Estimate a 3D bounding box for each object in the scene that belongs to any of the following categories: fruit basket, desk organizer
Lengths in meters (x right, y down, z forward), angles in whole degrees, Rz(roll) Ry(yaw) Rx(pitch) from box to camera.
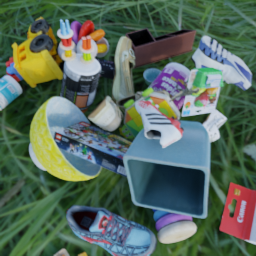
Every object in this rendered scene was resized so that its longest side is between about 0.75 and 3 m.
[{"bbox_3d":[2.398,-1.099,8.805,1.406,1.518,0.712,-8,24,-27],"label":"fruit basket"},{"bbox_3d":[1.410,-3.791,12.447,2.990,1.151,1.072,-19,60,-12],"label":"desk organizer"}]

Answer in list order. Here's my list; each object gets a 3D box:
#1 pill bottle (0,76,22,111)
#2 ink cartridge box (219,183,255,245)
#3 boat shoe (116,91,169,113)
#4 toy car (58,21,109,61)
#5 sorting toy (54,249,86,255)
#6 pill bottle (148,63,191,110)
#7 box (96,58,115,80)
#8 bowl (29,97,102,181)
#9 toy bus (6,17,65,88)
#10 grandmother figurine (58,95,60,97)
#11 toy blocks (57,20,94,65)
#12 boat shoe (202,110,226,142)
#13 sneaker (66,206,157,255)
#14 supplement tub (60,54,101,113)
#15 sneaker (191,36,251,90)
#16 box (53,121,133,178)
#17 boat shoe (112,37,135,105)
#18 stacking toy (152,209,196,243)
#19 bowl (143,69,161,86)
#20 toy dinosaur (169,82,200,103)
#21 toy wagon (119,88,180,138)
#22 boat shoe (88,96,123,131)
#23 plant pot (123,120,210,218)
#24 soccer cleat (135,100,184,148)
[{"bbox_3d":[-5.082,-1.241,10.996,0.910,0.910,1.643,33,63,19],"label":"pill bottle"},{"bbox_3d":[4.180,2.764,8.742,2.181,0.546,1.755,20,60,10],"label":"ink cartridge box"},{"bbox_3d":[0.471,-0.916,9.598,1.883,0.612,0.679,-9,69,30],"label":"boat shoe"},{"bbox_3d":[-1.866,-3.560,11.432,2.041,1.530,1.786,0,20,20],"label":"toy car"},{"bbox_3d":[-1.972,4.137,8.030,1.745,0.238,0.982,-33,64,-19],"label":"sorting toy"},{"bbox_3d":[1.317,-1.078,10.486,1.417,1.417,2.523,34,77,19],"label":"pill bottle"},{"bbox_3d":[-0.979,-2.521,11.986,0.965,0.590,0.512,14,60,10],"label":"box"},{"bbox_3d":[-2.255,0.588,9.135,1.530,2.844,2.844,-28,58,16],"label":"bowl"},{"bbox_3d":[-4.058,-3.014,11.820,2.505,1.770,2.609,-22,57,5],"label":"toy bus"},{"bbox_3d":[-2.287,-1.054,11.074,1.311,0.655,2.162,0,60,-15],"label":"grandmother figurine"},{"bbox_3d":[-1.599,-2.660,8.650,1.111,1.333,0.484,10,56,2],"label":"toy blocks"},{"bbox_3d":[2.987,0.169,10.219,0.724,0.740,2.090,31,62,18],"label":"boat shoe"},{"bbox_3d":[-0.584,2.943,7.935,2.798,1.336,1.109,10,60,18],"label":"sneaker"},{"bbox_3d":[-1.746,-1.498,9.996,1.234,2.014,1.234,11,47,-12],"label":"supplement tub"},{"bbox_3d":[3.177,-2.086,10.066,2.311,1.335,0.934,38,45,-4],"label":"sneaker"},{"bbox_3d":[-0.833,0.586,8.981,2.579,0.486,1.762,21,18,13],"label":"box"},{"bbox_3d":[-0.027,-2.201,10.871,0.896,1.039,2.849,2,72,13],"label":"boat shoe"},{"bbox_3d":[1.148,2.099,8.883,1.169,1.169,2.739,-11,53,-7],"label":"stacking toy"},{"bbox_3d":[1.047,-2.047,11.761,0.838,0.438,0.838,1,54,-1],"label":"bowl"},{"bbox_3d":[1.552,-1.050,7.860,0.940,0.223,0.414,-18,96,1],"label":"toy dinosaur"},{"bbox_3d":[0.586,-0.178,9.400,1.793,2.311,0.457,54,31,-10],"label":"toy wagon"},{"bbox_3d":[-0.694,-0.400,9.347,0.923,2.842,1.025,43,92,-7],"label":"boat shoe"},{"bbox_3d":[1.301,0.908,7.995,2.107,2.112,2.152,6,42,19],"label":"plant pot"},{"bbox_3d":[0.624,-0.144,7.357,0.818,0.659,1.921,-39,43,-10],"label":"soccer cleat"}]
